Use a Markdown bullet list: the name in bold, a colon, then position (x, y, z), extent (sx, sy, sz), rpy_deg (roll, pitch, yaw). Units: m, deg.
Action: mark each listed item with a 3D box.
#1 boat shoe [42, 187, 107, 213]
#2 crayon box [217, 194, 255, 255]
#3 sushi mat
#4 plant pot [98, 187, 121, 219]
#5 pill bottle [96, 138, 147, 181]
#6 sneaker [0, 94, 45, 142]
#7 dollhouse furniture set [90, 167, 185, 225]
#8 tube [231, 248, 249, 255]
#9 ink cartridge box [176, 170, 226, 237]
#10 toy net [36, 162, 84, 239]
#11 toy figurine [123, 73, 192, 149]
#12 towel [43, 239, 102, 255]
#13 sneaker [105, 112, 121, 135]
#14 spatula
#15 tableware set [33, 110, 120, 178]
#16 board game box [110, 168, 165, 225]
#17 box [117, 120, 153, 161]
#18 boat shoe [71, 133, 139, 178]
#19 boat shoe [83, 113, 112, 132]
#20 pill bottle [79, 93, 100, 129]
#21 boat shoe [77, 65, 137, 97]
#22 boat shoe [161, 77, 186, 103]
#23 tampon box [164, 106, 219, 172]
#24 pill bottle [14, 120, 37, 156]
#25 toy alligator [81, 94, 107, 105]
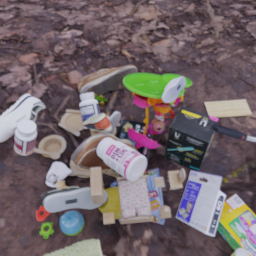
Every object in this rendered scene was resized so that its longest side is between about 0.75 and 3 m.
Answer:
- **boat shoe**: position (-1.438, 1.855, 7.631), extent (1.749, 0.618, 0.557), rpy_deg (2, 14, -27)
- **crayon box**: position (3.283, 2.923, 8.051), extent (1.048, 0.514, 1.764), rpy_deg (-25, 55, -19)
- **sushi mat**: position (4.055, -0.784, 11.382), extent (1.804, 0.109, 0.863), rpy_deg (-4, 50, -3)
- **plant pot**: position (-0.546, 2.180, 8.248), extent (0.947, 0.672, 0.947), rpy_deg (-15, 64, 33)
- **pill bottle**: position (-0.186, 0.735, 6.875), extent (1.193, 0.676, 0.676), rpy_deg (28, 55, 37)
- **sneaker**: position (-3.264, -0.235, 8.371), extent (0.698, 0.662, 1.733), rpy_deg (31, 72, 12)
- **dollhouse furniture set**: position (0.268, 1.648, 6.969), extent (2.321, 1.028, 1.203), rpy_deg (-4, 62, -5)
- **tube**: position (2.759, 3.414, 7.157), extent (0.327, 1.258, 0.365), rpy_deg (-38, 60, -23)
- **ink cartridge box**: position (2.011, 1.992, 7.698), extent (0.325, 1.485, 1.499), rpy_deg (21, 82, -19)
- **toy net**: position (-2.214, 2.191, 8.734), extent (1.286, 0.473, 2.451), rpy_deg (-15, 50, -9)
- **toy figurine**: position (0.869, -0.441, 9.328), extent (2.529, 2.328, 1.899), rpy_deg (-19, 40, -39)
- **towel**: position (-1.321, 3.089, 5.411), extent (2.002, 0.365, 1.485), rpy_deg (-14, 51, -19)
- **sneaker**: position (-0.625, -0.282, 9.426), extent (0.378, 1.026, 0.593), rpy_deg (-2, 46, -36)
- **spatula**: position (3.593, 0.293, 8.062), extent (2.415, 0.683, 0.248), rpy_deg (15, 37, 8)
- **tableware set**: position (-1.770, 0.425, 10.229), extent (2.461, 0.342, 2.946), rpy_deg (17, 53, 14)
- **board game box**: position (0.421, 2.234, 8.627), extent (1.652, 0.510, 1.651), rpy_deg (-13, 51, -11)
- **box**: position (0.216, 0.460, 10.184), extent (1.239, 0.358, 1.558), rpy_deg (10, 51, 8)
- **boat shoe**: position (-0.406, 0.876, 8.137), extent (1.050, 1.108, 2.926), rpy_deg (45, 20, 26)
- **boat shoe**: position (-0.943, -0.116, 8.514), extent (0.562, 1.580, 0.494), rpy_deg (-43, 106, -20)
- **pill bottle**: position (-1.383, -0.623, 10.150), extent (0.689, 0.689, 1.240), rpy_deg (-11, 93, -9)
- **boat shoe**: position (-0.898, -2.128, 11.920), extent (2.757, 1.044, 0.990), rpy_deg (-24, 53, -20)
- **boat shoe**: position (1.200, -1.038, 7.768), extent (0.364, 0.409, 1.113), rpy_deg (1, 34, 46)
- **tampon box**: position (2.085, 0.378, 9.359), extent (1.298, 1.732, 1.093), rpy_deg (22, 54, 17)
- **pill bottle**: position (-3.003, 0.283, 8.199), extent (0.601, 1.052, 0.601), rpy_deg (13, 46, -14)
- **toy alligator**: position (-1.400, -1.169, 11.345), extent (1.180, 0.283, 0.391), rpy_deg (12, 55, -33)
